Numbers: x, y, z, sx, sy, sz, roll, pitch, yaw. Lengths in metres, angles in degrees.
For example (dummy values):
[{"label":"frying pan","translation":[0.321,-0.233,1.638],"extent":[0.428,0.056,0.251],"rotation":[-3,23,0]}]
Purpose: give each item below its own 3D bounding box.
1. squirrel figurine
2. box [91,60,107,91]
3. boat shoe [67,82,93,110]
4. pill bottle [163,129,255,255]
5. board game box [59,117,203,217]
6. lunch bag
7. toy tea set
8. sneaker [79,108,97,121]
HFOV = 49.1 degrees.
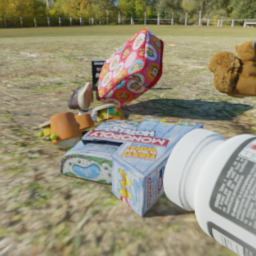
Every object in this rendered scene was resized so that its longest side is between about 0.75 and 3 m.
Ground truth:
[{"label":"squirrel figurine","translation":[2.777,-1.504,6.978],"extent":[1.492,1.392,1.056],"rotation":[7,3,-14]},{"label":"box","translation":[-0.787,-2.432,12.962],"extent":[1.777,1.413,0.409],"rotation":[0,22,-3]},{"label":"boat shoe","translation":[-1.660,-1.120,9.934],"extent":[0.697,0.774,2.152],"rotation":[-7,21,3]},{"label":"pill bottle","translation":[2.029,1.074,3.910],"extent":[1.702,1.702,2.938],"rotation":[-18,29,-37]},{"label":"board game box","translation":[0.046,0.590,6.205],"extent":[2.845,0.877,2.843],"rotation":[8,23,18]},{"label":"lunch bag","translation":[0.015,-2.160,9.912],"extent":[1.118,2.404,2.729],"rotation":[26,-35,-31]},{"label":"toy tea set","translation":[-1.087,0.038,7.959],"extent":[2.732,1.011,1.624],"rotation":[-14,-4,-23]},{"label":"sneaker","translation":[-1.159,-0.473,9.445],"extent":[1.066,0.377,0.389],"rotation":[-1,23,1]}]
